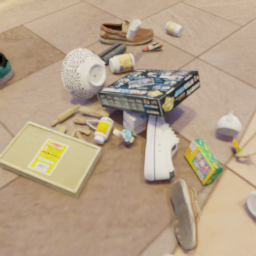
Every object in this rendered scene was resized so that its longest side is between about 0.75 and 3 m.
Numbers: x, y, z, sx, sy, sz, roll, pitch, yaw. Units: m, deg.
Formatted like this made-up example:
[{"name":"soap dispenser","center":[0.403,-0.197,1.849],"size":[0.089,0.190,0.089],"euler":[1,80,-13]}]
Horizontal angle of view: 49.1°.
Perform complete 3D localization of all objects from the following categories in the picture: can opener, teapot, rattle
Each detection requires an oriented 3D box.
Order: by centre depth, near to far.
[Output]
[{"name":"rattle","center":[3.929,0.671,9.153],"size":[0.593,0.911,0.651],"euler":[10,74,-19]},{"name":"teapot","center":[3.540,-0.143,9.802],"size":[0.883,0.894,0.653],"euler":[25,69,-22]},{"name":"can opener","center":[-1.119,-3.340,12.742],"size":[0.668,0.837,2.505],"euler":[34,61,30]}]

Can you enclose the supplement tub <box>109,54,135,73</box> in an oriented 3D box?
[{"name":"supplement tub","center":[-0.280,-2.861,12.449],"size":[0.993,0.722,0.722],"euler":[-16,50,-13]}]

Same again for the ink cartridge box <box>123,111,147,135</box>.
[{"name":"ink cartridge box","center":[0.250,-0.286,10.087],"size":[0.639,0.869,0.628],"euler":[-27,56,-22]}]

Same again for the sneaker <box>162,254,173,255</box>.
[{"name":"sneaker","center":[1.842,3.998,6.322],"size":[2.750,0.982,1.099],"euler":[17,53,24]}]

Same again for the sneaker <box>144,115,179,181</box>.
[{"name":"sneaker","center":[1.155,0.411,9.412],"size":[1.060,1.093,2.994],"euler":[4,59,5]}]

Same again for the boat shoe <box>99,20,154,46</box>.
[{"name":"boat shoe","center":[-0.085,-4.768,13.941],"size":[2.782,0.999,1.053],"euler":[-4,49,-4]}]

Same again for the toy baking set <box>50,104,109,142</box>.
[{"name":"toy baking set","center":[-1.796,-0.158,10.390],"size":[1.630,0.247,2.124],"euler":[39,66,22]}]

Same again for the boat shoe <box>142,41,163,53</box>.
[{"name":"boat shoe","center":[1.165,-3.925,13.581],"size":[1.052,0.329,0.374],"euler":[-13,50,4]}]

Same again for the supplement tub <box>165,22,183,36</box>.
[{"name":"supplement tub","center":[2.391,-5.129,14.554],"size":[0.779,0.566,0.566],"euler":[33,56,26]}]

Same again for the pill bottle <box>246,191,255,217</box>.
[{"name":"pill bottle","center":[4.122,2.042,8.004],"size":[1.332,0.771,0.771],"euler":[-10,48,-27]}]

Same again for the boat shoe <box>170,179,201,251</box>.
[{"name":"boat shoe","center":[1.703,2.345,7.724],"size":[0.704,0.742,1.961],"euler":[20,48,-24]}]

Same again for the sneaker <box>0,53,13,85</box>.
[{"name":"sneaker","center":[-5.985,-2.004,11.392],"size":[1.047,1.172,2.934],"euler":[19,51,16]}]

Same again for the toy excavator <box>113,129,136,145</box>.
[{"name":"toy excavator","center":[-0.146,0.238,9.527],"size":[0.814,0.407,0.792],"euler":[29,10,-11]}]

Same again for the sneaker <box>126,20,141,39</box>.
[{"name":"sneaker","center":[0.218,-4.312,12.335],"size":[0.382,0.600,1.038],"euler":[31,50,2]}]

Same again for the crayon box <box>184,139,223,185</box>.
[{"name":"crayon box","center":[2.374,1.068,8.926],"size":[0.374,0.763,1.284],"euler":[-6,47,-27]}]

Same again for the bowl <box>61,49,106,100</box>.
[{"name":"bowl","center":[-1.473,-2.042,10.773],"size":[0.931,1.983,1.983],"euler":[13,45,43]}]

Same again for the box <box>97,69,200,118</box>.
[{"name":"box","center":[0.700,-1.370,9.983],"size":[2.932,0.675,2.331],"euler":[12,38,42]}]

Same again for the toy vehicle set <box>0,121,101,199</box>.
[{"name":"toy vehicle set","center":[-2.541,0.956,9.191],"size":[2.876,0.381,1.787],"euler":[19,53,13]}]

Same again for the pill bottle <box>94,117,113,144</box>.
[{"name":"pill bottle","center":[-0.877,0.102,9.860],"size":[0.483,0.483,0.884],"euler":[15,64,13]}]
